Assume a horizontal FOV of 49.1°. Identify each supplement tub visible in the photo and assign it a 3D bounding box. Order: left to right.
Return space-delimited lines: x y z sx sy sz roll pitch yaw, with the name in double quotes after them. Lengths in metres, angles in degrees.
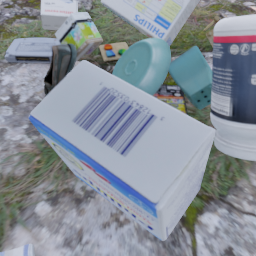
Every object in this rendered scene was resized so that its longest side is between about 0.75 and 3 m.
2.001 -0.653 4.289 1.407 2.005 1.407 -3 19 1 "supplement tub"

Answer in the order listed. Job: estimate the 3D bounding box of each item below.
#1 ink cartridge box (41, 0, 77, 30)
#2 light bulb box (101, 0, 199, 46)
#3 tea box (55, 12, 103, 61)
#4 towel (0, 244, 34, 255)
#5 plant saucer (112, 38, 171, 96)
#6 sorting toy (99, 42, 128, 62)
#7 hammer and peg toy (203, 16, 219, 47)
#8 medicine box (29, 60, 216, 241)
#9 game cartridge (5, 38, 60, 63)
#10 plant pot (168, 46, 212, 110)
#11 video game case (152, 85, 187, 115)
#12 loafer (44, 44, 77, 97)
-2.224 -4.011 9.121 1.127 0.661 1.539 -1 67 -12 "ink cartridge box"
0.842 -3.982 8.308 2.273 2.293 1.431 36 14 7 "light bulb box"
-1.243 -2.282 7.070 0.577 0.863 0.849 -31 90 -46 "tea box"
-2.792 2.849 5.149 2.134 0.254 1.567 -9 13 -17 "towel"
0.144 -1.178 5.750 0.294 1.638 1.638 26 32 -37 "plant saucer"
-0.275 -3.308 11.836 1.742 0.233 1.298 -11 46 -10 "sorting toy"
2.796 -2.946 8.786 0.692 0.332 0.941 -30 88 8 "hammer and peg toy"
-0.010 0.516 4.700 2.282 2.506 1.290 31 69 23 "medicine box"
-3.777 -3.255 11.681 2.242 0.454 1.495 3 49 2 "game cartridge"
1.773 -1.218 7.271 0.964 0.964 1.364 -33 40 18 "plant pot"
1.042 -0.907 9.495 1.726 0.220 1.560 1 45 0 "video game case"
-1.887 -1.336 7.084 0.593 1.884 0.677 -6 52 -39 "loafer"
